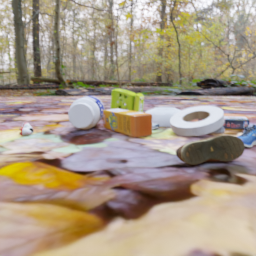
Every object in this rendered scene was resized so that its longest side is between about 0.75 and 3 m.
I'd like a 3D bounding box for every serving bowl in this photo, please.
[{"bbox_3d":[2.017,-0.663,15.475,2.648,0.871,2.648,-1,9,0],"label":"serving bowl"}]

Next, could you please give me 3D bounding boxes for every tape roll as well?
[{"bbox_3d":[3.039,-0.336,12.470,2.386,0.436,2.386,-14,22,6],"label":"tape roll"}]

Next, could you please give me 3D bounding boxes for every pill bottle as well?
[{"bbox_3d":[-2.096,-0.757,14.008,1.532,1.532,2.560,1,11,4],"label":"pill bottle"}]

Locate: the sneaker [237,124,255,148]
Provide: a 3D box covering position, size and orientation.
[{"bbox_3d":[4.267,0.259,10.046,1.724,0.769,0.677,-8,12,-40],"label":"sneaker"}]

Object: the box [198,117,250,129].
[{"bbox_3d":[4.860,-0.299,14.454,2.407,0.454,1.644,3,9,15],"label":"box"}]

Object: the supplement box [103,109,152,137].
[{"bbox_3d":[-0.108,-0.277,12.781,0.999,0.966,2.904,-8,11,-29],"label":"supplement box"}]

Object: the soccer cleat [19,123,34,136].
[{"bbox_3d":[-4.421,0.084,12.334,0.558,0.450,1.310,8,10,-12],"label":"soccer cleat"}]

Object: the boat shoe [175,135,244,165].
[{"bbox_3d":[2.325,0.592,7.986,2.090,0.752,0.706,-5,3,-19],"label":"boat shoe"}]

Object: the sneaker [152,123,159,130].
[{"bbox_3d":[0.809,-0.214,13.512,1.372,0.592,0.532,0,9,2],"label":"sneaker"}]

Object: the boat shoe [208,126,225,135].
[{"bbox_3d":[3.571,0.070,12.436,1.421,0.504,0.496,2,-18,33],"label":"boat shoe"}]

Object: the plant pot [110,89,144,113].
[{"bbox_3d":[-0.012,-1.296,16.616,1.692,1.856,1.865,8,11,12],"label":"plant pot"}]
